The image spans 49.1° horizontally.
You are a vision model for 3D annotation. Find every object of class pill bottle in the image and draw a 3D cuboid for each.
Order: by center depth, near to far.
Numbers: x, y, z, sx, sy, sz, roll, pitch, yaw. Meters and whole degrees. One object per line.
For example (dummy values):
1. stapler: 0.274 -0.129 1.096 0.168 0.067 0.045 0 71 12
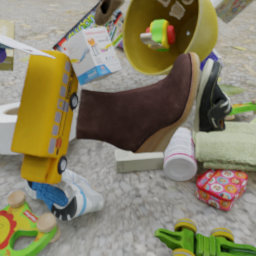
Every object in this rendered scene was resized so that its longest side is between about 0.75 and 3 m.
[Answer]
1. pill bottle: 1.424 0.665 7.623 0.834 0.834 1.472 5 33 8

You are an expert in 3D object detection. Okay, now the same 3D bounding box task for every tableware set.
1. tableware set: 1.135 -3.033 6.565 0.733 0.878 0.102 42 55 -4

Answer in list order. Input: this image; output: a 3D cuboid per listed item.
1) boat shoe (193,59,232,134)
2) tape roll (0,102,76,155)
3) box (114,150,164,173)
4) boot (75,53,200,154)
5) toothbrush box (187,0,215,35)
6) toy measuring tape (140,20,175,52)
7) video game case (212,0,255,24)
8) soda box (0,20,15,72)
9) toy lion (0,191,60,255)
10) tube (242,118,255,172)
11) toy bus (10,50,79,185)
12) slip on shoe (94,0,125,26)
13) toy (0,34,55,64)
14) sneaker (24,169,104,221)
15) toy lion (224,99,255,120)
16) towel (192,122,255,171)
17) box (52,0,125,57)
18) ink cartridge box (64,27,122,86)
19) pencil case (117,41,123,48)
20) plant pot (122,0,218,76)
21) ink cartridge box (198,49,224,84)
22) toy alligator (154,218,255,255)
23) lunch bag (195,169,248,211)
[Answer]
1. boat shoe: 1.755 -0.562 5.702 0.755 2.234 0.802 12 65 18
2. tape roll: -2.841 -0.124 8.202 2.623 0.917 2.623 -4 18 1
3. box: 0.291 0.861 7.679 1.300 0.445 0.534 -3 33 -5
4. boot: 0.089 -0.489 5.518 2.066 2.484 0.899 11 36 -10
5. toothbrush box: 1.725 -3.982 10.242 1.126 2.641 1.933 -35 82 -33
6. toy measuring tape: 0.755 -2.527 7.416 0.848 0.848 2.304 12 12 18
7. video game case: 3.567 -4.137 8.666 1.722 1.892 0.217 -7 64 -55
8. soda box: -3.602 -2.411 8.089 0.585 0.553 1.728 0 52 -20
9. toy lion: -2.472 2.160 5.697 1.635 0.561 1.567 23 46 30
10. tube: 3.464 0.437 8.241 2.642 0.686 0.767 -32 6 -35
11. toy bus: -1.567 -0.166 5.355 0.781 2.400 0.940 8 -7 15
12. slip on shoe: -0.673 -3.426 8.143 0.458 0.575 1.512 -29 10 -34
13. toy: -2.506 -1.374 4.237 2.386 0.563 1.374 26 12 6
14. sneaker: -1.558 1.392 6.670 1.124 0.972 2.594 15 7 -45
15. toy lion: 3.690 -0.660 9.561 1.530 0.525 1.467 -10 6 12
16. towel: 2.909 0.425 7.393 2.380 0.434 1.766 5 39 4
17. box: -1.208 -3.312 10.212 2.851 1.569 0.495 -52 20 -17
18. ink cartridge box: -0.645 -1.310 5.137 0.607 0.840 0.618 -16 9 46
19. pencil case: -0.056 -5.041 16.061 1.272 1.272 2.878 -22 40 -30
20. plant pot: 1.448 -2.781 8.070 1.961 2.762 2.762 -1 26 -43
21. ink cartridge box: 2.255 -1.957 8.912 0.297 1.355 1.367 -3 55 -43
22. toy alligator: 1.791 2.407 5.155 2.723 0.654 0.903 12 34 9
23. lunch bag: 2.221 1.387 6.873 1.074 0.500 1.220 20 37 36
